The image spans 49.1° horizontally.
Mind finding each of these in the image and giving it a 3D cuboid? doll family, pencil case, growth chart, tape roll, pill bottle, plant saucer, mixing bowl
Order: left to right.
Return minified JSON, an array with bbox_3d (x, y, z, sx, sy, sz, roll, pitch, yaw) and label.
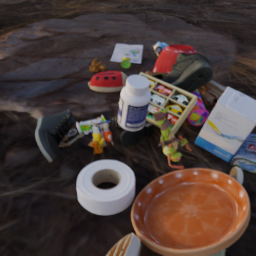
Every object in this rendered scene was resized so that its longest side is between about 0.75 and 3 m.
[{"bbox_3d":[-1.280,-0.092,10.024,1.171,0.104,0.847,-15,38,-23],"label":"growth chart"},{"bbox_3d":[-0.934,0.325,8.537,0.685,0.944,1.520,-10,1,-16],"label":"doll family"},{"bbox_3d":[-0.574,1.519,7.319,1.516,0.530,1.516,0,35,0],"label":"tape roll"},{"bbox_3d":[0.179,-0.685,7.773,0.824,1.484,0.824,5,45,-5],"label":"pill bottle"},{"bbox_3d":[2.343,-3.086,12.924,2.362,1.279,2.362,2,28,-1],"label":"mixing bowl"},{"bbox_3d":[1.372,1.854,6.384,2.618,0.423,2.618,-14,25,7],"label":"plant saucer"},{"bbox_3d":[2.489,-0.845,10.542,0.822,0.822,1.861,1,35,2],"label":"pencil case"}]

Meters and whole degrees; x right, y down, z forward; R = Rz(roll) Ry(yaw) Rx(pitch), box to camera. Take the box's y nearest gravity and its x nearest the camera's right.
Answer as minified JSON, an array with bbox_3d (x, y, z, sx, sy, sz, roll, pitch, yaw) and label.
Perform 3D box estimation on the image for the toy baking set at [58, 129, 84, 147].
[{"bbox_3d":[-2.179,0.314,9.398,1.299,0.151,0.997,3,35,5],"label":"toy baking set"}]

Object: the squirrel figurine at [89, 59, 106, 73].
[{"bbox_3d":[-1.501,-2.953,13.931,0.740,0.561,0.793,32,59,23],"label":"squirrel figurine"}]

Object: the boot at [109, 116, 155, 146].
[{"bbox_3d":[-0.075,-0.003,9.448,1.479,0.588,1.699,22,24,37],"label":"boot"}]

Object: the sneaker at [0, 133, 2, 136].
[{"bbox_3d":[-4.383,0.156,9.353,0.444,0.296,0.775,-35,32,18],"label":"sneaker"}]

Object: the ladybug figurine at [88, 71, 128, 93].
[{"bbox_3d":[-0.833,-2.076,12.401,1.875,0.674,1.272,-8,35,-12],"label":"ladybug figurine"}]

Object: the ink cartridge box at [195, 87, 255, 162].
[{"bbox_3d":[3.029,-0.109,8.461,1.201,1.660,1.222,31,43,15],"label":"ink cartridge box"}]

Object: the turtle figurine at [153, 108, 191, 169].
[{"bbox_3d":[1.210,0.287,8.140,0.666,1.667,2.067,-18,1,29],"label":"turtle figurine"}]

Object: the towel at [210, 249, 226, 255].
[{"bbox_3d":[1.437,2.575,5.975,1.271,0.313,1.713,12,36,19],"label":"towel"}]

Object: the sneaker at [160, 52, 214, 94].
[{"bbox_3d":[1.857,-1.871,10.838,2.833,1.083,1.623,-32,31,28],"label":"sneaker"}]

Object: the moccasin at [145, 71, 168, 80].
[{"bbox_3d":[1.368,-2.076,11.684,1.396,0.511,0.539,8,29,-34],"label":"moccasin"}]

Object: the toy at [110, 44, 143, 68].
[{"bbox_3d":[-0.030,-3.797,14.964,1.509,0.619,2.621,5,32,3],"label":"toy"}]

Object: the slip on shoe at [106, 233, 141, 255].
[{"bbox_3d":[-0.238,3.096,4.852,0.812,1.019,2.681,44,30,-7],"label":"slip on shoe"}]

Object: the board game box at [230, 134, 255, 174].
[{"bbox_3d":[4.095,0.958,8.075,1.911,0.589,1.910,21,39,27],"label":"board game box"}]

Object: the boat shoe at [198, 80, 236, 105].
[{"bbox_3d":[3.354,-1.350,11.095,2.304,0.827,0.872,29,4,29],"label":"boat shoe"}]

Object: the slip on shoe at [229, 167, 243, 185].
[{"bbox_3d":[2.550,1.607,7.140,0.517,0.648,1.705,16,45,14],"label":"slip on shoe"}]

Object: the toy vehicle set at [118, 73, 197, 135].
[{"bbox_3d":[0.999,-0.908,9.885,2.397,0.318,1.490,30,80,29],"label":"toy vehicle set"}]

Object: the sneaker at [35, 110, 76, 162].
[{"bbox_3d":[-2.189,0.106,8.727,1.134,0.798,2.134,-23,38,-2],"label":"sneaker"}]

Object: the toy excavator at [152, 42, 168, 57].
[{"bbox_3d":[2.167,-4.377,15.675,1.307,1.271,0.653,-33,38,3],"label":"toy excavator"}]
